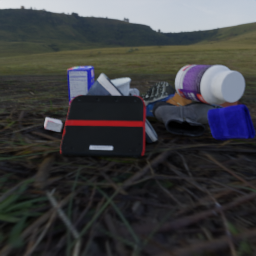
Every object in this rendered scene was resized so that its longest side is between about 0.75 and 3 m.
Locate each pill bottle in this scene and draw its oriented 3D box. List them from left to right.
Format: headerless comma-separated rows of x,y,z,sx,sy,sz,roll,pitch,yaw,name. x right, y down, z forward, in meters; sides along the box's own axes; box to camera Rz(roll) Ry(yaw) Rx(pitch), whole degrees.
2.976,-1.602,10.365,1.403,1.403,2.518,-6,14,-22,pill bottle

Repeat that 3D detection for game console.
-0.669,-0.092,8.081,2.326,2.057,0.361,1,-31,5,game console

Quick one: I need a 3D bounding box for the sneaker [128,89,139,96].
-0.241,-2.211,18.163,1.872,0.703,1.076,-15,23,-37,sneaker

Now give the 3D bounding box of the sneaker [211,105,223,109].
3.849,-0.631,12.027,0.700,0.599,1.689,-12,17,-41,sneaker

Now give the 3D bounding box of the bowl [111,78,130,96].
-1.069,-1.542,13.874,2.730,1.227,2.730,-13,16,4,bowl

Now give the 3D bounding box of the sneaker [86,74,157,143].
-0.579,-0.098,9.128,2.831,2.046,1.076,46,3,16,sneaker

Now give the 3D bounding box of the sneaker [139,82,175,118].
1.167,-1.051,11.490,1.079,0.950,2.420,31,-28,-20,sneaker

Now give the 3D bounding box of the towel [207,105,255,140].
2.787,-0.106,7.755,0.323,0.963,1.304,-24,7,-28,towel

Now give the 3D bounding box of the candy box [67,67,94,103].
-1.756,-1.205,10.882,0.873,2.265,1.915,0,14,-2,candy box

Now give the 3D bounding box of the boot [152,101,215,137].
2.352,-0.227,10.253,2.757,0.962,1.815,-2,25,-17,boot

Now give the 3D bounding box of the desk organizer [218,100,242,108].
5.156,-1.202,14.248,0.601,0.646,1.677,-6,15,-22,desk organizer

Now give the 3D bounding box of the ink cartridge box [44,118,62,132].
-2.771,-0.134,10.313,0.553,0.320,0.949,14,6,-21,ink cartridge box

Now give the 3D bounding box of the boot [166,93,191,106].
2.351,-0.898,12.845,2.566,0.945,1.985,-8,23,-28,boot
